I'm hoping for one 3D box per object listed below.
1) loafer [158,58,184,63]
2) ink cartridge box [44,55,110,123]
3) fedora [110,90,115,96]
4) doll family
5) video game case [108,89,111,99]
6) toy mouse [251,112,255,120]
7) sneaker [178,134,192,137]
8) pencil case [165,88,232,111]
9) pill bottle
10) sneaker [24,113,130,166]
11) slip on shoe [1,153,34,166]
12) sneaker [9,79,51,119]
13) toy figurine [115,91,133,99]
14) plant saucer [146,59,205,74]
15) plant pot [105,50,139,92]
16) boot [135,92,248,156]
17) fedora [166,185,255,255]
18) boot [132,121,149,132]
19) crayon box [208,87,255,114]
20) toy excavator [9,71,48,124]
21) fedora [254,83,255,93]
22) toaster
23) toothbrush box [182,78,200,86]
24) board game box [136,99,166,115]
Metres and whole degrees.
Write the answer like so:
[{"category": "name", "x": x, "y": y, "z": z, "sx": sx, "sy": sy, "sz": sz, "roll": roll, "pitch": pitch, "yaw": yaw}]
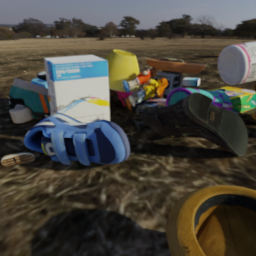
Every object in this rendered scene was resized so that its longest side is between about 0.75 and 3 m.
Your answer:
[{"category": "loafer", "x": 1.816, "y": -2.764, "z": 11.956, "sx": 1.094, "sy": 0.414, "sz": 0.374, "roll": 8, "pitch": 13, "yaw": 9}, {"category": "ink cartridge box", "x": -1.592, "y": -1.012, "z": 8.738, "sx": 1.625, "sy": 2.247, "sz": 1.654, "roll": -10, "pitch": 22, "yaw": -21}, {"category": "fedora", "x": -1.447, "y": -1.371, "z": 12.010, "sx": 1.835, "sy": 0.748, "sz": 1.835, "roll": 4, "pitch": 25, "yaw": -2}, {"category": "doll family", "x": 0.711, "y": -1.316, "z": 10.749, "sx": 1.606, "sy": 1.166, "sz": 2.588, "roll": -30, "pitch": -9, "yaw": -11}, {"category": "video game case", "x": -1.284, "y": -1.285, "z": 11.009, "sx": 1.145, "sy": 1.599, "sz": 0.144, "roll": 3, "pitch": -24, "yaw": 5}, {"category": "toy mouse", "x": 4.645, "y": -0.300, "z": 9.499, "sx": 1.148, "sy": 0.222, "sz": 1.021, "roll": 8, "pitch": 13, "yaw": -45}, {"category": "sneaker", "x": 2.003, "y": 0.078, "z": 8.447, "sx": 1.035, "sy": 0.395, "sz": 0.593, "roll": -6, "pitch": 13, "yaw": -32}, {"category": "pencil case", "x": 2.372, "y": -0.733, "z": 9.043, "sx": 1.203, "sy": 1.108, "sz": 2.604, "roll": 4, "pitch": 7, "yaw": 43}, {"category": "pill bottle", "x": 4.788, "y": -2.497, "z": 10.499, "sx": 2.519, "sy": 1.428, "sz": 1.428, "roll": -13, "pitch": 23, "yaw": -21}, {"category": "sneaker", "x": -1.286, "y": 0.385, "z": 6.714, "sx": 2.947, "sy": 1.090, "sz": 1.212, "roll": 7, "pitch": 24, "yaw": 36}, {"category": "slip on shoe", "x": -2.671, "y": 0.735, "z": 6.796, "sx": 0.763, "sy": 0.290, "sz": 0.231, "roll": -12, "pitch": 28, "yaw": -11}, {"category": "sneaker", "x": -2.778, "y": -0.758, "z": 10.034, "sx": 2.874, "sy": 1.148, "sz": 1.026, "roll": 19, "pitch": 0, "yaw": -12}, {"category": "toy figurine", "x": -0.380, "y": -1.860, "z": 12.601, "sx": 1.519, "sy": 2.024, "sz": 1.863, "roll": -41, "pitch": 64, "yaw": -3}, {"category": "plant saucer", "x": 2.077, "y": -2.717, "z": 12.401, "sx": 2.575, "sy": 0.416, "sz": 2.575, "roll": 6, "pitch": 14, "yaw": -1}, {"category": "plant pot", "x": -0.301, "y": -2.263, "z": 10.725, "sx": 1.736, "sy": 1.232, "sz": 1.736, "roll": 12, "pitch": 25, "yaw": -6}, {"category": "boot", "x": 1.690, "y": -0.040, "z": 7.615, "sx": 2.560, "sy": 0.886, "sz": 2.229, "roll": 36, "pitch": -23, "yaw": -20}, {"category": "fedora", "x": 1.414, "y": 1.592, "z": 3.539, "sx": 2.038, "sy": 0.831, "sz": 2.038, "roll": 0, "pitch": 27, "yaw": 0}, {"category": "boot", "x": 0.531, "y": -0.098, "z": 9.153, "sx": 0.683, "sy": 0.272, "sz": 0.785, "roll": -1, "pitch": 21, "yaw": -10}, {"category": "crayon box", "x": 3.867, "y": -1.079, "z": 11.219, "sx": 2.442, "sy": 0.711, "sz": 1.450, "roll": -14, "pitch": 24, "yaw": -35}, {"category": "toy excavator", "x": -3.607, "y": -1.093, "z": 10.949, "sx": 2.597, "sy": 1.297, "sz": 2.525, "roll": -30, "pitch": 34, "yaw": -31}, {"category": "fedora", "x": 4.990, "y": -0.781, "z": 9.557, "sx": 0.807, "sy": 1.980, "sz": 1.980, "roll": -52, "pitch": 36, "yaw": -7}, {"category": "toaster", "x": 1.650, "y": -1.684, "z": 12.009, "sx": 0.908, "sy": 1.383, "sz": 1.530, "roll": 16, "pitch": 25, "yaw": 29}, {"category": "toothbrush box", "x": 3.647, "y": -2.659, "z": 16.185, "sx": 0.877, "sy": 0.374, "sz": 0.642, "roll": 8, "pitch": 21, "yaw": 20}, {"category": "board game box", "x": 1.277, "y": -0.715, "z": 10.307, "sx": 1.844, "sy": 0.569, "sz": 1.843, "roll": 14, "pitch": 23, "yaw": 42}]
